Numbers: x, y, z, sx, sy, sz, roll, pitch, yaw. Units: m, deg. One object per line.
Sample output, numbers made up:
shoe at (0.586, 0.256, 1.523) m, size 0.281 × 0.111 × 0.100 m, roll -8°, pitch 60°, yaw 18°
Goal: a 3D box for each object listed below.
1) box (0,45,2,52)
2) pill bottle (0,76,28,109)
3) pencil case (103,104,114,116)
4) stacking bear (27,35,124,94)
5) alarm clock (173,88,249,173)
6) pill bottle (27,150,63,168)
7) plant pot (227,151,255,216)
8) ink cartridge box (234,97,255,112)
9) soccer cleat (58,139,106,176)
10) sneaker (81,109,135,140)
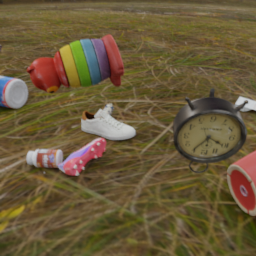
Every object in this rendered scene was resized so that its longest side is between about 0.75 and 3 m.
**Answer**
box at (-5.231, -3.100, 10.407) m, size 0.912 × 0.342 × 0.457 m, roll 28°, pitch 13°, yaw 7°
pill bottle at (-6.023, -1.724, 12.940) m, size 2.419 × 1.358 × 1.358 m, roll 11°, pitch 33°, yaw 20°
pencil case at (-0.937, -0.609, 11.934) m, size 0.421 × 0.484 × 1.082 m, roll 10°, pitch 34°, yaw 9°
stacking bear at (-1.103, -1.217, 5.728) m, size 1.783 × 1.014 × 1.083 m, roll -16°, pitch -8°, yaw -9°
alarm clock at (1.748, 0.226, 6.349) m, size 1.514 × 2.244 × 0.747 m, roll 4°, pitch 37°, yaw 1°
pill bottle at (-2.731, 1.007, 9.189) m, size 1.051 × 0.590 × 0.590 m, roll 1°, pitch 31°, yaw 3°
plant pot at (3.788, 1.398, 7.476) m, size 1.742 × 1.969 × 1.969 m, roll -17°, pitch 34°, yaw -9°
ink cartridge box at (5.538, -0.981, 12.811) m, size 1.153 × 0.272 × 0.923 m, roll 23°, pitch 38°, yaw 23°
soccer cleat at (-1.476, 0.881, 9.394) m, size 0.747 × 0.651 × 1.953 m, roll 13°, pitch 36°, yaw 28°
sneaker at (-0.806, -0.160, 10.777) m, size 2.230 × 0.944 × 0.812 m, roll 10°, pitch 31°, yaw 14°
